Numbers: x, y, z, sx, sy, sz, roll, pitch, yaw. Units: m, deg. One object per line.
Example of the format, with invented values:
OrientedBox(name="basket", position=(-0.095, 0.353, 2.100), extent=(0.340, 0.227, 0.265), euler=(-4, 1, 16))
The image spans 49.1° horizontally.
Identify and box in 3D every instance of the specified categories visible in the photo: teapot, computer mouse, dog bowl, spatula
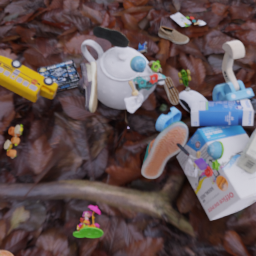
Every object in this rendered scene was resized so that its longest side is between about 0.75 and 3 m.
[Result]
OrientedBox(name="teapot", position=(-0.307, -2.372, 11.756), extent=(2.936, 2.144, 2.898), euler=(-10, 63, -5))
OrientedBox(name="computer mouse", position=(3.116, -0.687, 11.607), extent=(1.441, 0.577, 2.628), euler=(-33, 69, -22))
OrientedBox(name="dog bowl", position=(1.445, -0.259, 9.842), extent=(0.286, 0.644, 1.155), euler=(29, 48, 35))
OrientedBox(name="spatula", position=(1.876, 0.836, 8.290), extent=(1.219, 0.344, 0.125), euler=(38, 48, -15))

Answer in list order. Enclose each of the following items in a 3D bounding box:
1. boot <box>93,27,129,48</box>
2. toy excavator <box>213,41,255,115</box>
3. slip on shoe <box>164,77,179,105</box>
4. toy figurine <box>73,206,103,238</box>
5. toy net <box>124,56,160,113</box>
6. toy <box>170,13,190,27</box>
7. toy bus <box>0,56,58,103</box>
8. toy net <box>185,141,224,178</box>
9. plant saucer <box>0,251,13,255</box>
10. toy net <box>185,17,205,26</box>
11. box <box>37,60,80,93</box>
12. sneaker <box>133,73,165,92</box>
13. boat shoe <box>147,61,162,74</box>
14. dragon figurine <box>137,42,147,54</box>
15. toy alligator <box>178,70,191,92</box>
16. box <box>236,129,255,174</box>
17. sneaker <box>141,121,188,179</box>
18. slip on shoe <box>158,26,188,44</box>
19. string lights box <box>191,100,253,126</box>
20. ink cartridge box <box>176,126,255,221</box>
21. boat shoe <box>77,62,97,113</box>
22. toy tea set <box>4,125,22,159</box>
OrientedBox(name="boot", position=(-0.539, -3.556, 10.789), extent=(1.424, 0.552, 0.985), euler=(28, 24, 2))
OrientedBox(name="toy excavator", position=(3.838, -1.550, 10.536), extent=(1.302, 2.535, 2.607), euler=(-15, 75, -9))
OrientedBox(name="slip on shoe", position=(1.721, -1.478, 11.377), extent=(0.445, 0.354, 1.170), euler=(-24, 86, -9))
OrientedBox(name="toy figurine", position=(-1.327, 3.151, 9.562), extent=(1.055, 0.792, 0.971), euler=(-17, 43, 18))
OrientedBox(name="toy net", position=(0.423, -1.488, 9.911), extent=(1.040, 1.983, 0.383), euler=(10, 15, -22))
OrientedBox(name="toy", position=(2.769, -5.672, 14.883), extent=(0.603, 0.247, 1.048), euler=(-28, 58, -17))
OrientedBox(name="toy bus", position=(-3.785, -1.697, 10.150), extent=(2.343, 0.762, 0.917), euler=(28, 62, -9))
OrientedBox(name="toy net", position=(2.354, 1.180, 8.703), extent=(0.365, 1.891, 0.992), euler=(4, 59, -16))
OrientedBox(name="plant saucer", position=(-4.096, 4.518, 8.904), extent=(1.128, 0.211, 1.128), euler=(0, 59, 1))
OrientedBox(name="toy net", position=(3.552, -5.604, 14.885), extent=(1.086, 0.210, 0.570), euler=(11, 57, 4))
OrientedBox(name="box", position=(-3.146, -2.309, 12.809), extent=(1.742, 0.401, 1.384), euler=(-18, 61, -10))
OrientedBox(name="sneaker", position=(0.778, -1.649, 10.242), extent=(1.207, 0.550, 0.468), euler=(-10, 35, -5))
OrientedBox(name="boat shoe", position=(1.104, -2.362, 11.279), extent=(0.367, 0.970, 0.348), euler=(-28, 62, 28))
OrientedBox(name="dragon figurine", position=(0.662, -3.967, 13.840), extent=(0.534, 0.316, 1.074), euler=(4, 61, 2))
OrientedBox(name="toy alligator", position=(2.028, -1.742, 10.090), extent=(0.402, 1.213, 0.291), euler=(-17, 56, 6))
OrientedBox(name="box", position=(3.997, 0.596, 8.649), extent=(0.567, 0.681, 1.657), euler=(34, 54, 15))
OrientedBox(name="sneaker", position=(1.146, 0.578, 9.426), extent=(0.907, 2.541, 1.015), euler=(22, 38, -11))
OrientedBox(name="slip on shoe", position=(2.299, -4.728, 14.189), extent=(1.590, 0.482, 0.605), euler=(26, 63, 14))
OrientedBox(name="string lights box", position=(3.091, -0.498, 9.355), extent=(1.899, 0.560, 0.976), euler=(0, 25, 16))
OrientedBox(name="ink cartridge box", position=(3.265, 1.435, 9.505), extent=(1.837, 1.870, 2.540), euler=(-9, 57, -26))
OrientedBox(name="boat shoe", position=(-1.412, -1.424, 9.651), extent=(0.690, 0.766, 2.129), euler=(-1, 59, -3))
OrientedBox(name="toy tea set", position=(-4.465, 0.546, 11.121), extent=(0.804, 0.500, 1.352), euler=(3, 74, 40))
